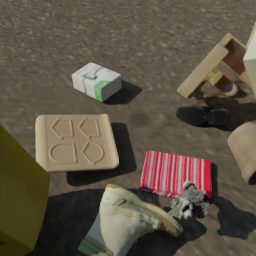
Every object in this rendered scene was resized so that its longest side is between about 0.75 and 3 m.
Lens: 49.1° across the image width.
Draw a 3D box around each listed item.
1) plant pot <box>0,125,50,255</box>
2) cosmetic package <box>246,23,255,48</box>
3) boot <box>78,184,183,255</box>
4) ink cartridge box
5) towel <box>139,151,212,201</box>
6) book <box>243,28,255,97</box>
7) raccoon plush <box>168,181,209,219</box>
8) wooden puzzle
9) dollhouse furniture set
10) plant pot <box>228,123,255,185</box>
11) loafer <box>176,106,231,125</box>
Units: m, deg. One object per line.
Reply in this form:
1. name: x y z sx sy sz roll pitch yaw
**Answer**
1. plant pot: -2.359 1.289 4.461 1.750 1.750 1.543 -25 46 1
2. cosmetic package: 4.149 -2.668 8.058 1.135 2.158 0.767 -30 56 -24
3. boot: 0.087 1.891 4.878 1.660 0.598 1.284 33 68 -16
4. ink cartridge box: -0.893 -1.317 7.937 1.146 0.482 0.836 27 52 27
5. towel: 1.060 1.017 6.101 1.491 0.168 1.078 9 48 8
6. book: 3.430 -1.382 6.725 0.526 2.187 1.461 4 58 45
7. raccoon plush: 0.959 1.305 5.008 0.685 0.494 1.022 3 5 -11
8. wooden puzzle: -1.198 0.363 6.405 1.725 0.399 1.598 -4 49 -15
9. dollhouse furniture set: 2.461 -1.218 6.993 1.476 1.722 1.811 42 24 3
10. plant pot: 2.616 0.444 5.734 1.125 1.125 0.976 -19 53 -16
11. loafer: 1.920 -0.332 7.167 1.341 0.488 0.485 10 20 19
